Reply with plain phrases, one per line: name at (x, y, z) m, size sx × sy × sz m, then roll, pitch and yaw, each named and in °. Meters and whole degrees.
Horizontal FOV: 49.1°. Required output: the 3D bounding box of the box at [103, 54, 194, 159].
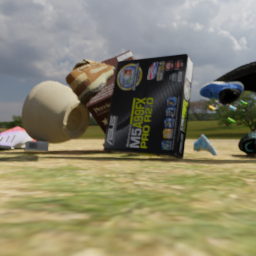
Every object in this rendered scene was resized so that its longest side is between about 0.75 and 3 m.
box at (0.557, -0.592, 7.822) m, size 2.207 × 2.755 × 0.610 m, roll 3°, pitch -14°, yaw 30°

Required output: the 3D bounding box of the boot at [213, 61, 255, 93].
boot at (3.722, -0.792, 7.386) m, size 2.703 × 2.021 × 1.017 m, roll -13°, pitch 10°, yaw 38°

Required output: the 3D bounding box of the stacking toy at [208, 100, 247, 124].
stacking toy at (3.724, -0.825, 10.516) m, size 1.183 × 0.892 × 0.278 m, roll 37°, pitch 28°, yaw 24°

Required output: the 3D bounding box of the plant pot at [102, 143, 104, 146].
plant pot at (-0.206, 0.646, 10.372) m, size 1.513 × 0.208 × 1.513 m, roll -4°, pitch -12°, yaw -1°

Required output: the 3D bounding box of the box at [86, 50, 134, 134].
box at (-0.231, -1.058, 11.025) m, size 2.221 × 2.198 × 2.677 m, roll -23°, pitch -43°, yaw 7°

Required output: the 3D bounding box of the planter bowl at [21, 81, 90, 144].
planter bowl at (-2.449, -0.419, 10.362) m, size 1.598 × 2.374 × 2.374 m, roll 17°, pitch 7°, yaw 31°

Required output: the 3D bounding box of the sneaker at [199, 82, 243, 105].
sneaker at (2.307, -0.864, 7.141) m, size 1.117 × 0.429 × 0.622 m, roll 1°, pitch 34°, yaw 31°

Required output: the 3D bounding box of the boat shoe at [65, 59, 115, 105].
boat shoe at (-1.079, -1.562, 8.121) m, size 1.006 × 0.982 × 2.659 m, roll -42°, pitch 13°, yaw 17°

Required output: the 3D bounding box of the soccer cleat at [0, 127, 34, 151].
soccer cleat at (-5.106, 0.447, 12.152) m, size 0.964 × 1.034 × 2.827 m, roll -1°, pitch -2°, yaw 22°

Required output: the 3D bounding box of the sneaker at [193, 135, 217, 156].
sneaker at (2.141, 0.610, 7.931) m, size 0.501 × 0.768 × 0.305 m, roll -37°, pitch -45°, yaw 9°

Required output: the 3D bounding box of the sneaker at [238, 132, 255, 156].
sneaker at (3.748, 0.475, 8.477) m, size 0.781 × 0.743 × 1.971 m, roll -7°, pitch -6°, yaw -6°

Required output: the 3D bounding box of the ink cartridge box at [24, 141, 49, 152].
ink cartridge box at (-3.342, 0.680, 10.109) m, size 0.744 × 0.344 × 1.365 m, roll 6°, pitch -7°, yaw -23°
